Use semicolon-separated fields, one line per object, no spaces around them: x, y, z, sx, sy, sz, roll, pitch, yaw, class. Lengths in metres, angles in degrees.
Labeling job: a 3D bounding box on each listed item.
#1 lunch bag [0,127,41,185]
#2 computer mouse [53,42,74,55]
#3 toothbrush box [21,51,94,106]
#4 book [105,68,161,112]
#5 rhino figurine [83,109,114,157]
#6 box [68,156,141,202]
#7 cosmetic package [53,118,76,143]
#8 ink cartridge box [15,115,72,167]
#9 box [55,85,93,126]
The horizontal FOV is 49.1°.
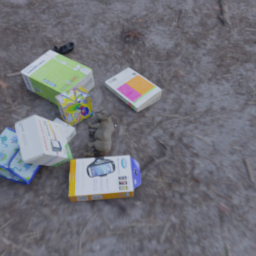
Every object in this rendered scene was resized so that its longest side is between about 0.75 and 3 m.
-3.625;0.964;9.167;1.630;1.039;1.386;26;53;-1;lunch bag
-2.971;-3.700;13.193;1.013;0.267;0.701;-22;57;-2;computer mouse
-2.808;-1.962;11.350;2.329;1.003;1.696;28;58;19;toothbrush box
0.180;-1.595;11.429;1.336;0.480;1.999;-34;58;-23;book
-0.975;0.109;10.007;0.916;0.626;2.095;5;51;2;rhino figurine
-0.737;1.594;8.976;2.235;0.464;1.331;-2;51;-4;box
-2.402;0.084;10.187;0.898;0.364;0.507;27;59;18;cosmetic package
-2.536;0.450;8.558;0.748;1.711;1.243;-24;73;12;ink cartridge box
-1.975;-0.795;10.375;1.083;1.125;0.686;-28;57;-19;box
